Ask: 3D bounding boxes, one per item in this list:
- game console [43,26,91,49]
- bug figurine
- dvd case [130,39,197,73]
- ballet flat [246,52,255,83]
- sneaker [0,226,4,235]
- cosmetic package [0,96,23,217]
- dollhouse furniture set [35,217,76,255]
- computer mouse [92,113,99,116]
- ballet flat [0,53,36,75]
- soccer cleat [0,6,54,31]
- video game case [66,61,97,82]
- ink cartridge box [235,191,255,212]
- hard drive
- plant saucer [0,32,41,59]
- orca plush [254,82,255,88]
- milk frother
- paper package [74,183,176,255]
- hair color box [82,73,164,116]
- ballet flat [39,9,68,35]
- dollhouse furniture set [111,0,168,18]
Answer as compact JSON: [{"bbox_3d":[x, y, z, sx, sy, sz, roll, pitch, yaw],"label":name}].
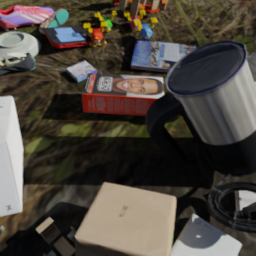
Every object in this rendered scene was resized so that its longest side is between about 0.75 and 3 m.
[{"bbox_3d":[-2.479,-3.776,11.467,1.673,0.260,1.480,-14,53,-27],"label":"game console"},{"bbox_3d":[-0.302,-4.233,11.782,2.963,0.762,2.298,-4,42,2],"label":"bug figurine"},{"bbox_3d":[1.410,-2.740,10.728,2.476,0.217,1.767,7,49,4],"label":"dvd case"},{"bbox_3d":[3.820,-1.940,7.278,2.222,0.797,0.797,-33,41,28],"label":"ballet flat"},{"bbox_3d":[-3.175,2.346,6.117,0.856,0.323,0.339,-26,51,-22],"label":"sneaker"},{"bbox_3d":[-3.812,0.613,5.949,2.768,1.707,2.776,-9,27,-17],"label":"cosmetic package"},{"bbox_3d":[-1.464,2.359,5.848,0.842,0.548,0.774,28,56,36],"label":"dollhouse furniture set"},{"bbox_3d":[-1.055,-0.681,8.967,0.256,0.149,0.873,-4,44,-6],"label":"computer mouse"},{"bbox_3d":[-4.423,-2.334,10.093,2.060,0.753,0.753,-13,49,-11],"label":"ballet flat"},{"bbox_3d":[-4.500,-5.017,12.360,2.447,0.936,0.816,-20,51,-17],"label":"soccer cleat"},{"bbox_3d":[-1.686,-2.051,10.170,0.826,0.188,0.749,-30,54,-26],"label":"video game case"},{"bbox_3d":[2.807,1.761,6.546,0.515,0.301,0.888,5,67,3],"label":"ink cartridge box"},{"bbox_3d":[1.422,2.809,5.756,1.176,0.234,1.783,28,54,23],"label":"hard drive"},{"bbox_3d":[-4.566,-3.308,11.102,2.074,0.521,2.074,0,47,0],"label":"plant saucer"},{"bbox_3d":[3.938,-1.025,8.692,2.857,1.503,1.016,9,14,-1],"label":"orca plush"},{"bbox_3d":[2.132,0.198,6.026,2.705,2.819,2.997,-40,34,-2],"label":"milk frother"},{"bbox_3d":[0.012,2.045,5.534,1.716,0.931,1.800,8,23,11],"label":"paper package"},{"bbox_3d":[-0.134,-1.041,8.725,2.412,0.739,1.224,4,42,-1],"label":"hair color box"},{"bbox_3d":[-3.325,-4.697,12.322,0.618,0.625,1.837,9,47,21],"label":"ballet flat"},{"bbox_3d":[0.366,-5.951,13.116,2.375,1.237,2.400,38,47,21],"label":"dollhouse furniture set"}]
